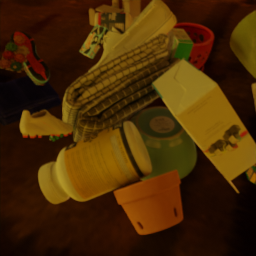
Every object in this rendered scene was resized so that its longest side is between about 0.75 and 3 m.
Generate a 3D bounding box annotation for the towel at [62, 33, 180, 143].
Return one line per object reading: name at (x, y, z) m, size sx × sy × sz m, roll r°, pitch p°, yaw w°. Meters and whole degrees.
towel at (-0.171, -0.760, 7.170) m, size 2.984 × 2.471 × 1.277 m, roll -32°, pitch 85°, yaw -17°

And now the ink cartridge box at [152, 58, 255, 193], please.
ink cartridge box at (1.774, -0.002, 5.900) m, size 0.914 × 2.693 × 1.550 m, roll -38°, pitch 31°, yaw 11°

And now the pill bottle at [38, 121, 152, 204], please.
pill bottle at (-0.717, 0.820, 6.044) m, size 2.245 × 1.257 × 1.257 m, roll -23°, pitch 44°, yaw 8°

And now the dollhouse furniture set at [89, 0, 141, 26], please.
dollhouse furniture set at (-0.531, -5.621, 13.179) m, size 2.133 × 1.417 × 1.869 m, roll 27°, pitch 50°, yaw 25°

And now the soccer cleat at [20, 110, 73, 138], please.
soccer cleat at (-1.567, -0.090, 5.644) m, size 0.476 × 0.532 × 1.372 m, roll 3°, pitch 3°, yaw 27°

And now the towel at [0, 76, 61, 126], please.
towel at (-3.045, -0.939, 8.126) m, size 1.871 × 0.464 × 1.382 m, roll -26°, pitch 70°, yaw -37°

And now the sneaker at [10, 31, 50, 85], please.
sneaker at (-2.458, -1.642, 6.831) m, size 0.561 × 0.675 × 1.414 m, roll -27°, pitch 88°, yaw -30°

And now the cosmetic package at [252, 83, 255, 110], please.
cosmetic package at (2.980, -0.006, 5.252) m, size 0.944 × 0.688 × 1.858 m, roll -12°, pitch 81°, yaw 31°

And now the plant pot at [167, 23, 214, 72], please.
plant pot at (2.118, -2.727, 10.110) m, size 1.668 × 1.519 × 1.668 m, roll 0°, pitch 43°, yaw 0°

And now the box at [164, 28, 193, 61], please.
box at (1.253, -2.018, 7.372) m, size 0.439 × 0.907 × 0.801 m, roll 0°, pitch 43°, yaw -14°

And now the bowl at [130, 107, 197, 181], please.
bowl at (0.788, 0.242, 7.330) m, size 2.157 × 1.128 × 2.157 m, roll -1°, pitch 43°, yaw 1°

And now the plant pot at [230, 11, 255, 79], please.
plant pot at (5.055, -2.423, 9.533) m, size 2.345 × 2.345 × 2.506 m, roll -6°, pitch 60°, yaw -6°

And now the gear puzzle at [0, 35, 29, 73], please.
gear puzzle at (-2.452, -1.673, 6.139) m, size 0.505 × 0.128 × 0.975 m, roll 12°, pitch 64°, yaw -11°

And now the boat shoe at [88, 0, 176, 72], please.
boat shoe at (-0.116, -2.243, 7.376) m, size 2.833 × 0.970 × 1.020 m, roll -33°, pitch 22°, yaw 22°

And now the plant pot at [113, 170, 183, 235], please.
plant pot at (0.506, 1.560, 5.820) m, size 1.411 × 1.411 × 0.988 m, roll -15°, pitch 79°, yaw -15°

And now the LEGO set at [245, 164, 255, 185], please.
LEGO set at (4.423, 0.465, 6.649) m, size 2.985 × 1.729 × 2.295 m, roll -26°, pitch 50°, yaw -25°

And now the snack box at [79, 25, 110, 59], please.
snack box at (-0.925, -2.358, 7.641) m, size 0.515 × 0.164 × 0.887 m, roll 35°, pitch 94°, yaw 41°

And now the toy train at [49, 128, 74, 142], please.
toy train at (-1.855, 0.120, 7.951) m, size 0.837 × 0.236 × 0.175 m, roll -31°, pitch 66°, yaw -33°

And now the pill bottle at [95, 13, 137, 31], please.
pill bottle at (-0.394, -4.315, 12.014) m, size 1.965 × 1.175 × 1.175 m, roll 1°, pitch 44°, yaw 0°
